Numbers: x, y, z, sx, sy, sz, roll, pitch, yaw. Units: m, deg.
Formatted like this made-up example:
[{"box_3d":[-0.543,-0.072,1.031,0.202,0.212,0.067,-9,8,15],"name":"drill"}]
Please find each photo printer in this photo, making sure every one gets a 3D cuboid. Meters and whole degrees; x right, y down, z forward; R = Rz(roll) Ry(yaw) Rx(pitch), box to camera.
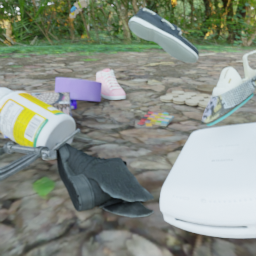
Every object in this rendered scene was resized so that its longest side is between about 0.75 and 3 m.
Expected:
[{"box_3d":[2.030,0.975,5.687,2.327,0.971,2.797,-7,26,35],"name":"photo printer"}]

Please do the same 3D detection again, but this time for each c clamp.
[{"box_3d":[-2.951,0.762,7.302,2.842,0.385,2.428,-2,27,39],"name":"c clamp"}]

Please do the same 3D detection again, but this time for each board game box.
[{"box_3d":[-3.317,-0.556,10.463,2.343,1.135,1.868,-4,21,-12],"name":"board game box"}]

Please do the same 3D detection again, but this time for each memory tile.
[{"box_3d":[3.169,-1.455,14.103,2.691,0.226,2.063,12,24,30],"name":"memory tile"}]

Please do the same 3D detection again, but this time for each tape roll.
[{"box_3d":[-2.351,-1.804,13.294,2.158,0.917,2.158,5,7,-1],"name":"tape roll"}]

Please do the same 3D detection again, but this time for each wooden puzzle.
[{"box_3d":[1.175,-0.372,11.400,1.113,0.132,1.877,9,23,22],"name":"wooden puzzle"}]

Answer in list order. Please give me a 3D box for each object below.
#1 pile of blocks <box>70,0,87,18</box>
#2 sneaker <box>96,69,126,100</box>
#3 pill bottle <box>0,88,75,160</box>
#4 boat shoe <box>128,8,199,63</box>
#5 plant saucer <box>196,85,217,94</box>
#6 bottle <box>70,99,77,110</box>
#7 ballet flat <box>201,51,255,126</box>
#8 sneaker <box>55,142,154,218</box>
[{"box_3d":[-1.905,-4.512,10.510,0.899,0.369,0.279,-33,35,27],"name":"pile of blocks"},{"box_3d":[-1.006,-2.357,14.873,0.995,1.382,2.643,-10,24,-28],"name":"sneaker"},{"box_3d":[-2.982,-0.213,8.332,2.570,1.449,1.449,27,30,19],"name":"pill bottle"},{"box_3d":[1.183,-2.837,8.467,2.390,0.721,0.904,34,-14,3],"name":"boat shoe"},{"box_3d":[4.719,-2.205,16.025,1.649,0.243,1.649,-1,22,0],"name":"plant saucer"},{"box_3d":[-3.027,-1.023,12.639,1.356,0.443,0.566,-10,36,-22],"name":"bottle"},{"box_3d":[2.222,-0.932,5.287,2.262,0.814,0.814,-33,23,3],"name":"ballet flat"},{"box_3d":[-0.714,1.106,6.650,1.522,0.876,2.918,-10,28,-23],"name":"sneaker"}]
